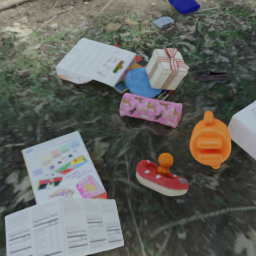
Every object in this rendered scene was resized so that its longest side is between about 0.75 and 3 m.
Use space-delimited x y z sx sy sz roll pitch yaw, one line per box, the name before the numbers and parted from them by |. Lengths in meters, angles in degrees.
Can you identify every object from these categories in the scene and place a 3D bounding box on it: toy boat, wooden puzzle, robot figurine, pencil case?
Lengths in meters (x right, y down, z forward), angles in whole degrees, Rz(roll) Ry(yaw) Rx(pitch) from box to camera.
toy boat | 0.859 1.060 6.945 1.383 0.904 0.902 16 5 43
wooden puzzle | -0.211 -2.208 10.361 1.747 0.207 2.946 -36 59 -26
robot figurine | 2.187 0.351 7.448 1.272 1.031 1.768 46 24 0
pencil case | 0.680 -0.555 8.610 1.904 0.824 0.788 13 47 11

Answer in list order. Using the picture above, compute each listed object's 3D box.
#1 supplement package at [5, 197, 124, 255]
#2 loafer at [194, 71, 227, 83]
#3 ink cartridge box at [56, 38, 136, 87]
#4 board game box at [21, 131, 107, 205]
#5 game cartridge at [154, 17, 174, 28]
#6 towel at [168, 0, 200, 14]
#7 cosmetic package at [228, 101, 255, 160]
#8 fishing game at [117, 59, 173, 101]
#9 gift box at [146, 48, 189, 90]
supplement package | -1.192 2.031 5.483 1.388 1.783 0.988 -24 65 23
loafer | 2.972 -1.915 10.028 1.146 0.361 0.412 10 51 8
ink cartridge box | -1.099 -2.240 9.961 2.269 0.569 1.840 22 57 14
board game box | -1.724 1.227 7.399 1.656 0.436 2.164 -19 53 -15
game cartridge | 1.575 -4.713 12.469 0.798 0.161 0.532 -26 59 -20
towel | 2.642 -5.909 13.356 1.028 0.345 1.392 -22 54 -9
cosmetic package | 3.881 0.055 8.091 1.380 0.851 1.385 -29 56 -21
fishing game | 0.536 -1.525 9.662 1.916 0.298 1.372 38 58 9
gift box | 1.340 -2.012 9.380 1.157 1.081 1.068 -5 60 -24
